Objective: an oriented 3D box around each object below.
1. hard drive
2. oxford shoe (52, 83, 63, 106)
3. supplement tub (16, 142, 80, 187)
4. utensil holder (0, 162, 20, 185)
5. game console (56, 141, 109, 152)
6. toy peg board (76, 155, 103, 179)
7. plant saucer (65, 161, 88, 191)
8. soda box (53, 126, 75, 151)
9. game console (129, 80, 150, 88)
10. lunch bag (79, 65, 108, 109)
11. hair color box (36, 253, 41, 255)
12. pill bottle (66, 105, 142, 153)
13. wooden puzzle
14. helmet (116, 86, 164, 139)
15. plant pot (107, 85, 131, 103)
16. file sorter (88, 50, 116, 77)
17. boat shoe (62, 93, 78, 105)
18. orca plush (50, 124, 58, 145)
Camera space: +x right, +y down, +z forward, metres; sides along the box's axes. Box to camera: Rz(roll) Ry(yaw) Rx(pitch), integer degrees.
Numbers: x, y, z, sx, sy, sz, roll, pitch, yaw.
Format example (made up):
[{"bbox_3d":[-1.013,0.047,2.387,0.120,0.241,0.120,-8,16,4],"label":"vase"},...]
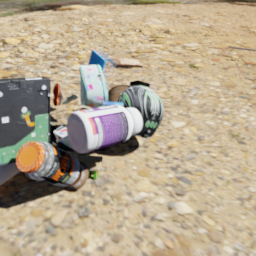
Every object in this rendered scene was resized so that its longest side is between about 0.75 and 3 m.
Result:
[{"bbox_3d":[-3.408,-0.249,8.920,0.506,2.676,1.870,24,27,39],"label":"hard drive"},{"bbox_3d":[-3.476,-1.671,13.940,0.417,1.173,0.425,26,27,29],"label":"oxford shoe"},{"bbox_3d":[-2.576,1.182,9.142,1.207,1.970,1.207,-9,67,23],"label":"supplement tub"},{"bbox_3d":[-4.539,0.918,10.080,1.922,1.922,2.261,21,38,27],"label":"utensil holder"},{"bbox_3d":[-1.699,0.795,10.830,1.860,1.636,1.083,1,58,0],"label":"game console"},{"bbox_3d":[-1.533,1.494,10.574,1.042,0.510,1.037,3,20,4],"label":"toy peg board"},{"bbox_3d":[-1.923,1.680,9.921,1.081,0.198,1.081,-10,64,22],"label":"plant saucer"},{"bbox_3d":[-2.152,0.353,10.054,0.439,0.410,1.288,-38,37,-27],"label":"soda box"},{"bbox_3d":[0.232,-1.982,13.258,0.904,0.185,1.533,7,-8,-44],"label":"game console"},{"bbox_3d":[-1.414,-1.211,11.268,0.975,2.529,2.028,-3,49,-12],"label":"lunch bag"},{"bbox_3d":[-2.502,4.064,6.765,0.960,0.554,1.732,23,42,28],"label":"hair color box"},{"bbox_3d":[-0.703,-0.042,9.249,2.359,1.314,1.314,-13,35,-39],"label":"pill bottle"},{"bbox_3d":[-1.388,-0.141,10.642,1.857,2.753,0.322,7,56,-24],"label":"wooden puzzle"},{"bbox_3d":[0.460,-0.710,11.402,2.070,1.974,2.070,14,6,-1],"label":"helmet"},{"bbox_3d":[-0.280,-0.781,12.778,1.738,1.738,1.721,3,42,4],"label":"plant pot"},{"bbox_3d":[-1.142,-2.828,12.330,0.680,0.770,1.109,-8,42,-39],"label":"file sorter"},{"bbox_3d":[-2.577,-1.278,12.267,0.777,0.266,0.290,-28,27,0],"label":"boat shoe"},{"bbox_3d":[-3.320,0.023,12.311,1.110,0.750,2.110,-19,39,-25],"label":"orca plush"}]
